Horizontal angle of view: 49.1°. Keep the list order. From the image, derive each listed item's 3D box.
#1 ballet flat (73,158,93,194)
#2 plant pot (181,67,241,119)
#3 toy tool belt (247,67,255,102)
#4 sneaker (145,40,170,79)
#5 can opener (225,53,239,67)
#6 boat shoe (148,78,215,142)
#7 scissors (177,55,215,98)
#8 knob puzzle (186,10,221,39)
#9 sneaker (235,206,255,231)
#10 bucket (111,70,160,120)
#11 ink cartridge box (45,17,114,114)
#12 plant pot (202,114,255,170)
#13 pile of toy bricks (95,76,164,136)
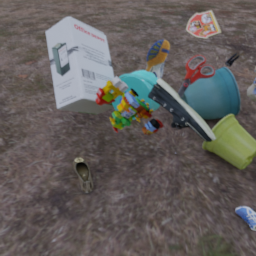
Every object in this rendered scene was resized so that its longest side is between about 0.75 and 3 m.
[{"bbox_3d":[-1.614,1.608,10.028,0.590,0.406,1.750,-11,38,-14],"label":"ballet flat"},{"bbox_3d":[3.552,-1.372,12.650,2.115,2.251,2.251,-15,38,1],"label":"plant pot"},{"bbox_3d":[5.036,-1.680,10.235,0.983,1.574,0.968,17,8,5],"label":"toy tool belt"},{"bbox_3d":[1.183,-2.662,12.059,0.827,2.197,0.968,24,5,17],"label":"sneaker"},{"bbox_3d":[4.802,-3.158,12.935,0.338,1.067,0.419,30,80,5],"label":"can opener"},{"bbox_3d":[1.401,-0.350,7.777,2.283,0.757,0.853,48,16,10],"label":"boat shoe"},{"bbox_3d":[1.865,-1.523,9.145,2.639,0.184,0.965,-40,79,-24],"label":"scissors"},{"bbox_3d":[3.320,-4.655,12.690,1.561,0.216,1.561,-2,75,7],"label":"knob puzzle"},{"bbox_3d":[3.758,2.784,8.454,1.123,0.425,0.433,29,42,34],"label":"sneaker"},{"bbox_3d":[0.302,-1.176,10.053,1.785,1.785,1.161,15,22,19],"label":"bucket"},{"bbox_3d":[-1.628,-2.150,10.276,1.254,2.984,2.178,-17,-12,31],"label":"ink cartridge box"},{"bbox_3d":[3.979,0.640,10.487,1.727,1.727,1.588,-27,56,-31],"label":"plant pot"},{"bbox_3d":[-0.022,-0.333,8.099,1.173,2.376,1.318,-38,61,14],"label":"pile of toy bricks"}]
